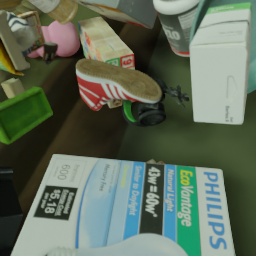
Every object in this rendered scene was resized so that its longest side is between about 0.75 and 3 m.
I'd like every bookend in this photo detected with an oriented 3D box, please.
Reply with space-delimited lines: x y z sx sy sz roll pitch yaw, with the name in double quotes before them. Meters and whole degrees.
"bookend" -2.195 1.906 4.269 0.855 1.844 1.856 3 35 -40

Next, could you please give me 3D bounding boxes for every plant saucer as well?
"plant saucer" 2.331 -2.007 5.643 2.879 2.879 0.518 -17 36 -17

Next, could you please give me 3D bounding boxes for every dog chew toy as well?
"dog chew toy" -2.885 -3.157 10.299 2.102 1.309 1.309 -16 45 -6

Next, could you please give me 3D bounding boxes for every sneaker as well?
"sneaker" -2.098 -1.969 7.541 0.401 1.041 0.426 0 82 -19
"sneaker" -2.972 -1.863 5.774 1.817 0.725 1.183 -35 60 -9
"sneaker" -0.203 -0.658 5.276 1.616 0.909 0.575 21 54 7

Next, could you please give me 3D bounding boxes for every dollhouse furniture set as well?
"dollhouse furniture set" -2.304 -0.868 4.731 1.258 1.920 0.964 14 41 43

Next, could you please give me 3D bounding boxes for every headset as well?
"headset" 0.413 -0.537 5.309 1.609 0.994 0.756 2 -8 45

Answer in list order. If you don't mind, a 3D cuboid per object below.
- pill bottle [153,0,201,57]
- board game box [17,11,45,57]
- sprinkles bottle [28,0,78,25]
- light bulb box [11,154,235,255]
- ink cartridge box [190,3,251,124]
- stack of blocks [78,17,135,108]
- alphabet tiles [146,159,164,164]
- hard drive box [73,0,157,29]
"pill bottle" 1.484 -3.188 7.493 1.375 2.414 1.375 -13 58 21
"board game box" -2.556 -2.347 7.004 0.274 0.896 1.183 1 30 17
"sprinkles bottle" -2.547 -3.838 7.514 0.883 2.588 0.883 -13 67 33
"light bulb box" -0.021 2.099 4.201 2.872 1.792 2.847 4 43 4
"ink cartridge box" 1.287 -0.897 3.755 0.624 1.083 1.484 4 37 24
"stack of blocks" -0.711 -2.146 8.844 0.832 1.635 2.840 -18 46 -14
"alphabet tiles" 0.552 1.111 6.559 0.922 0.035 0.770 -23 48 -22
"hard drive box" -0.346 -3.789 8.271 1.766 0.870 2.265 24 16 26
